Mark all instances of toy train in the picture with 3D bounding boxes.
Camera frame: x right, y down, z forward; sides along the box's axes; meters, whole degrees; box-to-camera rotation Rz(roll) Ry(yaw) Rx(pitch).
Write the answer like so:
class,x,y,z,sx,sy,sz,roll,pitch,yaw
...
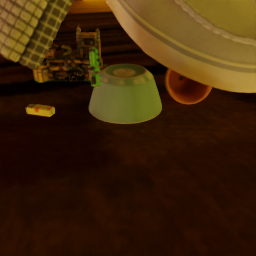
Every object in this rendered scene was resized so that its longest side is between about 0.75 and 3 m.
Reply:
class,x,y,z,sx,sy,sz,roll,pitch,yaw
toy train,-0.692,-1.239,5.692,0.175,0.837,0.236,-7,-2,19

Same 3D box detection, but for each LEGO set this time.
class,x,y,z,sx,sy,sz,roll,pitch,yaw
LEGO set,-2.164,-2.815,10.377,2.985,1.729,2.295,4,30,6

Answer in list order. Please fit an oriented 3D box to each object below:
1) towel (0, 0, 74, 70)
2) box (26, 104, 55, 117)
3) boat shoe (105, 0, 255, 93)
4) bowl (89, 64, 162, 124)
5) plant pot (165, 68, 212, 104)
class,x,y,z,sx,sy,sz,roll,pitch,yaw
towel,-2.481,-2.888,5.725,2.984,2.471,1.277,34,10,22
box,-2.464,-0.500,7.863,0.766,0.192,0.288,9,31,16
boat shoe,0.297,-1.507,2.354,1.020,0.970,2.833,-26,65,-18
bowl,-0.080,-1.108,8.002,2.157,1.128,2.157,0,31,0
plant pot,1.754,-1.488,8.599,1.411,1.411,0.988,-3,13,-5
